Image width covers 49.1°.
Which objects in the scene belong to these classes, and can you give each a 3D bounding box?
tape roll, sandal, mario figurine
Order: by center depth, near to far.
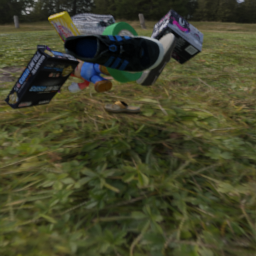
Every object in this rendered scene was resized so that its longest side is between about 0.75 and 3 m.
[{"bbox_3d":[-0.143,-2.680,10.050,0.499,2.076,2.076,-7,18,35],"label":"tape roll"},{"bbox_3d":[-1.775,-2.235,11.023,1.722,1.478,2.789,-50,42,-11],"label":"mario figurine"},{"bbox_3d":[-0.268,-1.074,13.842,1.764,0.476,0.708,4,26,9],"label":"sandal"}]

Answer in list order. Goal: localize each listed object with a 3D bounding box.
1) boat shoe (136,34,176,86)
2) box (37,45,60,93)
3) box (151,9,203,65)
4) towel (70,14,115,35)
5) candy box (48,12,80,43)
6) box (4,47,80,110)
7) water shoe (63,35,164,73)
[{"bbox_3d":[1.261,-2.717,11.501,0.728,2.556,0.855,12,46,-31],"label":"boat shoe"},{"bbox_3d":[-3.266,-2.361,11.598,0.409,1.619,2.264,2,2,-1],"label":"box"},{"bbox_3d":[2.150,-3.933,12.241,1.941,1.282,1.113,27,59,-24],"label":"box"},{"bbox_3d":[-1.291,-3.770,12.356,2.785,2.306,1.192,20,58,39],"label":"towel"},{"bbox_3d":[-2.370,-3.740,11.972,1.198,2.344,0.310,8,51,44],"label":"candy box"},{"bbox_3d":[-2.667,-1.525,8.916,0.497,1.986,2.000,42,17,7],"label":"box"},{"bbox_3d":[-0.462,-2.165,8.148,2.933,1.049,1.157,7,13,18],"label":"water shoe"}]
